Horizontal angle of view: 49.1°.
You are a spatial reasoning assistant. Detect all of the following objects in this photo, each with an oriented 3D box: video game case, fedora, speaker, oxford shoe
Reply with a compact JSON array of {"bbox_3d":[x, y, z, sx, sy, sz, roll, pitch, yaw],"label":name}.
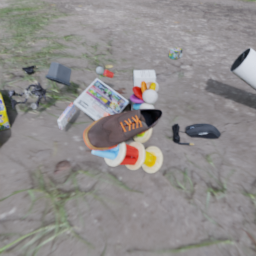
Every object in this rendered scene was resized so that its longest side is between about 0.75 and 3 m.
[{"bbox_3d":[-0.831,-0.780,8.712,1.276,0.147,1.163,37,66,5],"label":"video game case"},{"bbox_3d":[0.128,-0.356,9.706,0.549,1.076,1.217,16,56,-22],"label":"fedora"},{"bbox_3d":[4.860,-1.681,9.811,2.514,1.021,1.021,34,37,-6],"label":"speaker"},{"bbox_3d":[-0.062,-0.081,5.939,1.986,0.707,0.720,-24,-4,-42],"label":"oxford shoe"}]

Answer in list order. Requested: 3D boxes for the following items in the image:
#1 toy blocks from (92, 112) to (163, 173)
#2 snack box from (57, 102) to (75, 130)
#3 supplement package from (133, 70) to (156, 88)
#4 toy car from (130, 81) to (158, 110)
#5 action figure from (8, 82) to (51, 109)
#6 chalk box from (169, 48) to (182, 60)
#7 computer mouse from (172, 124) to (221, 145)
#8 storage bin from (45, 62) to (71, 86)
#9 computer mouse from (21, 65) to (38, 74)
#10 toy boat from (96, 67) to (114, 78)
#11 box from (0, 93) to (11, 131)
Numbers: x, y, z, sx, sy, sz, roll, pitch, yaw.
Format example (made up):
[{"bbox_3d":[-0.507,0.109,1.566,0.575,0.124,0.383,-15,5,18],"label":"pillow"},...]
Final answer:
[{"bbox_3d":[-0.190,0.259,7.736,2.234,0.811,1.862,18,43,-43],"label":"toy blocks"},{"bbox_3d":[-2.048,-0.411,9.383,0.125,0.370,1.030,11,43,14],"label":"snack box"},{"bbox_3d":[0.740,-2.251,12.878,0.960,0.582,0.575,-2,48,-3],"label":"supplement package"},{"bbox_3d":[0.463,-0.929,8.504,0.800,1.067,0.934,12,35,0],"label":"toy car"},{"bbox_3d":[-3.524,-1.163,10.107,1.437,0.733,0.854,-18,77,-29],"label":"action figure"},{"bbox_3d":[2.627,-4.173,15.815,0.491,0.495,0.792,30,43,35],"label":"chalk box"},{"bbox_3d":[2.342,0.186,9.612,1.702,0.392,1.195,6,34,10],"label":"computer mouse"},{"bbox_3d":[-2.613,-2.048,10.597,0.699,0.645,0.961,14,-2,31],"label":"storage bin"},{"bbox_3d":[-4.925,-2.944,14.296,0.740,0.243,1.054,-23,32,-29],"label":"computer mouse"},{"bbox_3d":[-1.179,-1.681,11.338,0.708,1.523,1.280,19,17,-19],"label":"toy boat"},{"bbox_3d":[-5.213,-0.828,10.699,0.897,0.823,2.559,-17,39,-23],"label":"box"}]
